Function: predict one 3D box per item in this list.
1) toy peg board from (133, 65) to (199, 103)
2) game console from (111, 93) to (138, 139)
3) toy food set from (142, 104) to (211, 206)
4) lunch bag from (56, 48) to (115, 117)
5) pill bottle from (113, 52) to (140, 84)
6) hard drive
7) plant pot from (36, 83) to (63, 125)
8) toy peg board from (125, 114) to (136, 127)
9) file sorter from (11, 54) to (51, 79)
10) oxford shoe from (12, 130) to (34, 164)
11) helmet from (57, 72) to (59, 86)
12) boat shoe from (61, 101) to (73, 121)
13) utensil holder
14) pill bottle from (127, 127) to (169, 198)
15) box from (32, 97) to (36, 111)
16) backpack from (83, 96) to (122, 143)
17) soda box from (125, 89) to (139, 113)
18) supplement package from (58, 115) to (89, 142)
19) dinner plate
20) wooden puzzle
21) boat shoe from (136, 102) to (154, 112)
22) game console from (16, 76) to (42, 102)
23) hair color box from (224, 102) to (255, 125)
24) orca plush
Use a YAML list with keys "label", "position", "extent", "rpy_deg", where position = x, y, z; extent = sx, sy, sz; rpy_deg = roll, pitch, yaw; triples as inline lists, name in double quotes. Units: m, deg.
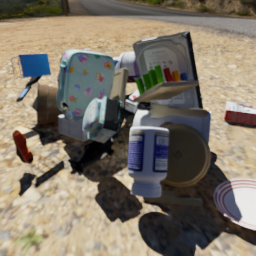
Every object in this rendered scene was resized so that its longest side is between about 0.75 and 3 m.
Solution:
- label: "toy peg board"
  position: [1.023, -1.322, 8.268]
  extent: [1.423, 0.699, 1.429]
  rpy_deg: [-10, -7, -33]
- label: "game console"
  position: [-0.106, -0.542, 11.293]
  extent: [1.083, 1.636, 1.860]
  rpy_deg: [14, 20, -24]
- label: "toy food set"
  position: [1.337, 0.741, 7.814]
  extent: [1.856, 2.688, 0.540]
  rpy_deg: [5, -1, 14]
- label: "lunch bag"
  position: [-1.637, -1.682, 10.484]
  extent: [2.028, 2.529, 0.975]
  rpy_deg: [0, 20, -31]
- label: "pill bottle"
  position: [0.369, -2.510, 11.597]
  extent: [2.359, 1.314, 1.314]
  rpy_deg: [4, 25, 35]
- label: "hard drive"
  position: [1.319, -1.636, 9.188]
  extent: [1.870, 2.676, 0.506]
  rpy_deg: [1, 31, 32]
- label: "plant pot"
  position: [-2.916, -0.973, 11.754]
  extent: [1.721, 1.738, 1.738]
  rpy_deg: [1, 27, -14]
- label: "toy peg board"
  position: [0.429, -0.328, 11.793]
  extent: [1.037, 0.510, 1.042]
  rpy_deg: [-19, 30, -4]
- label: "file sorter"
  position: [-3.436, -2.179, 9.906]
  extent: [0.680, 0.770, 1.109]
  rpy_deg: [2, 15, 39]
- label: "oxford shoe"
  position: [-3.359, 0.612, 8.648]
  extent: [0.425, 1.173, 0.417]
  rpy_deg: [-5, 22, 25]
- label: "helmet"
  position: [-2.024, -2.117, 12.339]
  extent: [2.070, 1.974, 2.070]
  rpy_deg: [-30, 19, 11]
- label: "boat shoe"
  position: [-2.106, -0.581, 9.523]
  extent: [0.290, 0.266, 0.777]
  rpy_deg: [-25, 58, -20]
- label: "utensil holder"
  position: [1.393, 0.342, 8.923]
  extent: [2.261, 1.922, 1.922]
  rpy_deg: [6, 28, 16]
- label: "pill bottle"
  position: [0.498, 0.864, 7.179]
  extent: [1.017, 1.700, 1.017]
  rpy_deg: [4, -5, 0]
- label: "box"
  position: [-3.545, -0.844, 11.857]
  extent: [0.922, 0.590, 0.502]
  rpy_deg: [45, 33, 16]
- label: "backpack"
  position: [-0.821, -0.194, 8.407]
  extent: [0.994, 1.297, 1.140]
  rpy_deg: [11, 57, -19]
- label: "soda box"
  position: [0.391, -1.106, 10.631]
  extent: [0.439, 0.410, 1.288]
  rpy_deg: [24, 46, 19]
- label: "supplement package"
  position: [-1.986, -0.060, 10.816]
  extent: [1.299, 0.739, 0.711]
  rpy_deg: [17, 25, 29]
- label: "dinner plate"
  position: [3.311, 2.023, 7.387]
  extent: [2.056, 0.249, 2.056]
  rpy_deg: [-3, 24, 1]
- label: "wooden puzzle"
  position: [-0.567, -1.398, 11.044]
  extent: [0.322, 2.753, 1.857]
  rpy_deg: [11, -1, -32]
- label: "boat shoe"
  position: [0.644, -0.673, 8.531]
  extent: [0.798, 0.250, 0.290]
  rpy_deg: [-3, 47, -24]
- label: "game console"
  position: [-4.104, -1.673, 11.569]
  extent: [0.904, 0.185, 1.533]
  rpy_deg: [-14, 44, 44]
- label: "hair color box"
  position: [5.103, -0.621, 12.141]
  extent: [1.732, 0.554, 0.960]
  rpy_deg: [10, 29, 16]
- label: "orca plush"
  position: [-1.202, 0.613, 9.595]
  extent: [1.110, 0.750, 2.110]
  rpy_deg: [23, 36, 36]
